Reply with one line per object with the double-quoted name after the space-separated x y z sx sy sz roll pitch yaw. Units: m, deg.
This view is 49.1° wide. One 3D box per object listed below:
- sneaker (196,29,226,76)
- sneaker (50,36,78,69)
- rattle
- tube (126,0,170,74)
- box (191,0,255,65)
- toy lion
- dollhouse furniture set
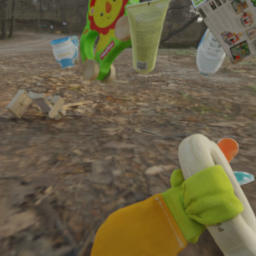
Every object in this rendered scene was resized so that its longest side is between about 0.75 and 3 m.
2.582 -2.641 8.135 0.864 2.259 0.912 20 11 11 "sneaker"
-1.804 -2.234 8.186 0.741 0.782 1.936 -13 23 3 "sneaker"
0.925 1.076 4.273 1.759 1.930 2.701 41 19 -1 "rattle"
0.224 -1.122 3.493 0.321 0.359 1.238 33 -14 11 "tube"
1.473 -1.423 3.667 0.759 0.239 1.379 -27 -35 28 "box"
-0.585 -2.962 8.023 0.898 2.616 2.508 4 55 -45 "toy lion"
-2.847 -0.554 9.039 1.838 0.953 0.814 11 61 31 "dollhouse furniture set"
